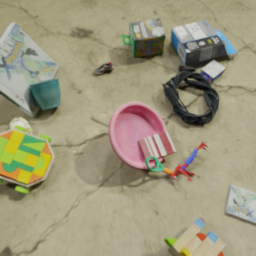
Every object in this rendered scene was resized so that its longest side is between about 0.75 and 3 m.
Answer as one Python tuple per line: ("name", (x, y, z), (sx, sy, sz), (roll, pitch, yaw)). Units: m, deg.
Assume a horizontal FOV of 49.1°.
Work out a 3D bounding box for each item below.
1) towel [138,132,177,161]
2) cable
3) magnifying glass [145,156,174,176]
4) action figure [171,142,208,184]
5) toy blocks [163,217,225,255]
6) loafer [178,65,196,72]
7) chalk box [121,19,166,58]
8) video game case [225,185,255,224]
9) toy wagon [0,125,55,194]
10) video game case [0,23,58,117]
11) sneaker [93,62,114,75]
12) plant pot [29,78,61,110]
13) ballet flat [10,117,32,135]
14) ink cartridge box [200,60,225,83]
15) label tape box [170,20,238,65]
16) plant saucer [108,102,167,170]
("towel", (1.102, 0.685, 10.444), (1.245, 0.142, 0.897), (-15, 67, -13))
("cable", (2.800, -1.273, 11.957), (2.155, 0.671, 2.641), (-22, 64, -21))
("magnifying glass", (1.157, 1.437, 10.070), (1.369, 0.153, 0.545), (30, 53, -29))
("action figure", (2.364, 1.407, 10.235), (1.737, 0.567, 0.860), (-40, 71, -8))
("toy blocks", (2.334, 3.864, 8.632), (1.493, 1.092, 2.185), (-32, 68, -31))
("loafer", (2.715, -2.671, 12.940), (0.828, 0.298, 0.261), (16, 69, 18))
("chalk box", (0.663, -4.221, 13.304), (1.930, 1.195, 1.201), (-9, 64, -5))
("video game case", (4.077, 2.675, 9.796), (1.160, 0.128, 1.057), (18, 61, 11))
("toy wagon", (-4.162, 0.995, 10.048), (2.823, 0.559, 2.191), (22, 70, -7))
("video game case", (-4.324, -2.351, 11.501), (0.321, 2.659, 2.917), (-8, 53, 33))
("sneaker", (-1.155, -2.769, 12.891), (0.982, 0.366, 0.396), (-19, 51, -2))
("plant pot", (-3.310, -1.370, 11.528), (1.191, 1.119, 1.191), (-12, 15, 3))
("ballet flat", (-4.145, 0.337, 10.856), (0.859, 0.726, 2.271), (-23, 61, -10))
("ink cartridge box", (3.782, -2.524, 12.761), (1.045, 0.399, 0.713), (-36, 65, -22))
("label tape box", (3.623, -4.174, 13.332), (2.698, 0.854, 1.946), (-15, 55, -6))
("plant saucer", (0.327, 0.311, 10.383), (2.534, 0.642, 2.534), (11, 69, -30))
